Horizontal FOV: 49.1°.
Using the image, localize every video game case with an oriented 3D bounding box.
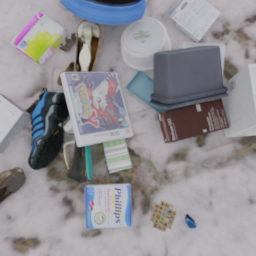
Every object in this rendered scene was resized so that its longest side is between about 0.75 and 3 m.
[{"bbox_3d":[-0.921,-0.664,8.786,2.055,0.259,2.255,-9,81,-40],"label":"video game case"}]

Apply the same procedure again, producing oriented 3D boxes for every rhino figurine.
[{"bbox_3d":[-2.068,-3.032,9.903,0.355,0.243,0.813,33,79,4],"label":"rhino figurine"}]

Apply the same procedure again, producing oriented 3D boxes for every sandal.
[{"bbox_3d":[-2.195,-1.833,9.677,0.387,0.347,1.054,45,61,-35],"label":"sandal"}]

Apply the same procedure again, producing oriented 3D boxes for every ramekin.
[{"bbox_3d":[0.555,-2.867,9.418,1.768,0.823,1.768,-3,74,10],"label":"ramekin"}]

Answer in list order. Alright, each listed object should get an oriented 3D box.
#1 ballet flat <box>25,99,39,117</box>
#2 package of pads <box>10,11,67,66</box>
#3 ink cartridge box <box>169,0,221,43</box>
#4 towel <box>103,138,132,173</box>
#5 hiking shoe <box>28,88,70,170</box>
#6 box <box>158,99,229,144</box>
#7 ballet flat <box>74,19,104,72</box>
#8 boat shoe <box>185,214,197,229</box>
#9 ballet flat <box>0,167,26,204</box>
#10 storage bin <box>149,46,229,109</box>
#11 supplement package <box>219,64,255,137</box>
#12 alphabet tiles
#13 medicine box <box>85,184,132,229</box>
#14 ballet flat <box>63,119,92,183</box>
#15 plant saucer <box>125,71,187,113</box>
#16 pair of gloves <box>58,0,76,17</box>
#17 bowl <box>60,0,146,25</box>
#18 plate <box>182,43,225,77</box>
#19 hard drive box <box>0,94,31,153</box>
[{"bbox_3d":[-3.287,-0.599,9.486,0.319,0.220,0.948,42,87,-4],"label":"ballet flat"},{"bbox_3d":[-3.064,-3.101,9.755,1.246,0.550,1.613,35,81,6],"label":"package of pads"},{"bbox_3d":[2.361,-3.976,9.994,1.384,0.300,1.359,38,82,1],"label":"ink cartridge box"},{"bbox_3d":[-0.367,0.894,9.211,0.783,0.161,1.049,-14,80,-3],"label":"towel"},{"bbox_3d":[-2.696,0.057,9.125,1.136,0.975,2.620,16,84,32],"label":"hiking shoe"},{"bbox_3d":[2.064,-0.223,8.938,2.008,0.752,1.006,-14,88,-7],"label":"box"},{"bbox_3d":[-1.339,-2.800,9.496,0.961,0.950,2.824,2,79,-1],"label":"ballet flat"},{"bbox_3d":[1.941,2.870,8.608,0.318,0.755,0.259,-11,48,13],"label":"boat shoe"},{"bbox_3d":[-4.454,2.260,8.679,2.910,0.980,0.675,-43,53,-7],"label":"ballet flat"},{"bbox_3d":[1.772,-1.651,8.603,2.292,1.668,1.539,-12,108,-18],"label":"storage bin"},{"bbox_3d":[3.804,-0.744,8.450,1.218,2.197,1.711,-3,80,-4],"label":"supplement package"},{"bbox_3d":[1.115,2.819,8.919,0.715,0.027,0.859,20,80,4],"label":"alphabet tiles"},{"bbox_3d":[-0.595,2.389,8.650,1.377,0.709,1.254,-3,80,0],"label":"medicine box"},{"bbox_3d":[-1.591,0.334,8.949,0.953,0.947,2.786,2,79,8],"label":"ballet flat"},{"bbox_3d":[1.083,-0.946,9.530,2.409,0.229,0.842,37,82,7],"label":"plant saucer"},{"bbox_3d":[-1.591,-5.235,10.232,2.329,0.408,1.981,-33,81,-7],"label":"pair of gloves"},{"bbox_3d":[-0.779,-4.361,9.059,2.875,0.564,2.875,7,50,-8],"label":"bowl"},{"bbox_3d":[2.522,-2.140,9.589,1.445,0.234,1.448,3,97,1],"label":"plate"},{"bbox_3d":[-4.182,-0.160,9.079,1.226,0.604,1.573,36,88,8],"label":"hard drive box"}]
